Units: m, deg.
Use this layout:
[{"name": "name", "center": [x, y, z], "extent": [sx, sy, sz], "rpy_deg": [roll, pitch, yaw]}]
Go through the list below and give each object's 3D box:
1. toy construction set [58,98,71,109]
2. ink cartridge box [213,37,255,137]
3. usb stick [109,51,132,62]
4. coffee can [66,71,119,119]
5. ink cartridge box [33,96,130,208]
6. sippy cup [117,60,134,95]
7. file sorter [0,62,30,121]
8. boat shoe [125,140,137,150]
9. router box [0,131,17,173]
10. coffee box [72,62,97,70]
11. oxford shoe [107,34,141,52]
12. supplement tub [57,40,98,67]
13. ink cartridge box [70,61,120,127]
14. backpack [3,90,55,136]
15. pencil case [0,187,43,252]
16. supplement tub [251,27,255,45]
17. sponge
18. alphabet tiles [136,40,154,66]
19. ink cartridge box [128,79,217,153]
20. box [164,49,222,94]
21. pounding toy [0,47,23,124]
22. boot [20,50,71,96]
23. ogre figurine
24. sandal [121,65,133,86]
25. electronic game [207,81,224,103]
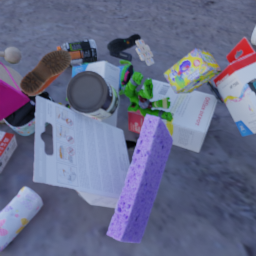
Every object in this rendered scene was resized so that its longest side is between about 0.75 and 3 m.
[{"name": "toy construction set", "center": [-2.542, -0.496, 9.611], "extent": [0.900, 1.171, 0.977], "rpy_deg": [23, 59, -4]}, {"name": "ink cartridge box", "center": [3.639, -1.201, 8.751], "extent": [0.915, 1.580, 2.720], "rpy_deg": [-25, 83, -6]}, {"name": "usb stick", "center": [-0.287, -2.965, 11.394], "extent": [0.202, 0.343, 1.238], "rpy_deg": [-7, -6, 41]}, {"name": "coffee can", "center": [-0.975, -0.906, 8.237], "extent": [1.161, 1.586, 1.161], "rpy_deg": [-1, 86, 10]}, {"name": "ink cartridge box", "center": [-1.208, 0.734, 7.350], "extent": [2.989, 0.749, 2.406], "rpy_deg": [21, 44, -38]}, {"name": "sippy cup", "center": [-0.420, -2.170, 12.115], "extent": [1.090, 1.168, 1.487], "rpy_deg": [9, 35, 25]}, {"name": "file sorter", "center": [-4.647, -0.936, 8.283], "extent": [2.446, 1.700, 1.534], "rpy_deg": [-35, 78, -1]}, {"name": "boat shoe", "center": [-0.188, 0.551, 9.204], "extent": [1.054, 0.317, 0.376], "rpy_deg": [-2, 71, 4]}, {"name": "router box", "center": [-5.140, 1.045, 8.867], "extent": [2.208, 0.601, 2.460], "rpy_deg": [12, 47, 2]}, {"name": "coffee box", "center": [-1.676, -2.623, 12.947], "extent": [1.705, 0.375, 1.048], "rpy_deg": [-7, 43, -13]}, {"name": "oxford shoe", "center": [-0.201, -3.162, 10.729], "extent": [1.374, 0.499, 0.580], "rpy_deg": [-19, 4, -19]}, {"name": "supplement tub", "center": [-2.441, -3.582, 13.479], "extent": [1.807, 1.107, 1.107], "rpy_deg": [-11, 45, -11]}, {"name": "ink cartridge box", "center": [-1.204, -1.083, 9.899], "extent": [1.573, 0.908, 2.168], "rpy_deg": [0, 83, 35]}, {"name": "backpack", "center": [-3.576, -0.569, 10.121], "extent": [1.507, 1.278, 1.698], "rpy_deg": [37, 69, 22]}, {"name": "pencil case", "center": [-3.143, 2.436, 7.558], "extent": [0.807, 0.740, 1.780], "rpy_deg": [28, 51, 13]}, {"name": "supplement tub", "center": [7.748, -4.623, 14.236], "extent": [2.370, 1.563, 1.563], "rpy_deg": [32, 53, 28]}, {"name": "sponge", "center": [0.391, 1.315, 6.906], "extent": [0.432, 1.617, 2.898], "rpy_deg": [13, 74, 24]}, {"name": "alphabet tiles", "center": [0.585, -2.647, 9.869], "extent": [0.071, 0.952, 0.973], "rpy_deg": [-23, 10, 34]}, {"name": "ink cartridge box", "center": [1.620, -0.507, 10.247], "extent": [2.744, 1.145, 1.992], "rpy_deg": [18, 50, 17]}, {"name": "box", "center": [2.068, -1.759, 8.934], "extent": [1.246, 1.294, 0.789], "rpy_deg": [-12, 71, -55]}, {"name": "pounding toy", "center": [-5.151, -1.638, 10.944], "extent": [2.214, 2.868, 1.331], "rpy_deg": [-6, 7, -25]}, {"name": "boot", "center": [-2.708, -1.800, 9.316], "extent": [1.965, 1.054, 0.737], "rpy_deg": [-43, 93, -13]}, {"name": "ogre figurine", "center": [0.512, -0.893, 8.717], "extent": [1.119, 1.867, 0.916], "rpy_deg": [-5, 63, 50]}, {"name": "sandal", "center": [-0.054, -1.763, 9.981], "extent": [0.354, 0.590, 1.571], "rpy_deg": [20, 39, -17]}, {"name": "electronic game", "center": [3.002, -1.247, 9.639], "extent": [0.197, 0.945, 0.945], "rpy_deg": [-35, 41, 20]}]
